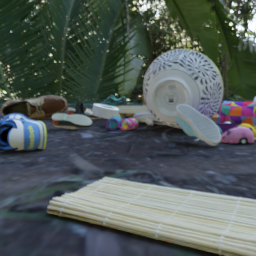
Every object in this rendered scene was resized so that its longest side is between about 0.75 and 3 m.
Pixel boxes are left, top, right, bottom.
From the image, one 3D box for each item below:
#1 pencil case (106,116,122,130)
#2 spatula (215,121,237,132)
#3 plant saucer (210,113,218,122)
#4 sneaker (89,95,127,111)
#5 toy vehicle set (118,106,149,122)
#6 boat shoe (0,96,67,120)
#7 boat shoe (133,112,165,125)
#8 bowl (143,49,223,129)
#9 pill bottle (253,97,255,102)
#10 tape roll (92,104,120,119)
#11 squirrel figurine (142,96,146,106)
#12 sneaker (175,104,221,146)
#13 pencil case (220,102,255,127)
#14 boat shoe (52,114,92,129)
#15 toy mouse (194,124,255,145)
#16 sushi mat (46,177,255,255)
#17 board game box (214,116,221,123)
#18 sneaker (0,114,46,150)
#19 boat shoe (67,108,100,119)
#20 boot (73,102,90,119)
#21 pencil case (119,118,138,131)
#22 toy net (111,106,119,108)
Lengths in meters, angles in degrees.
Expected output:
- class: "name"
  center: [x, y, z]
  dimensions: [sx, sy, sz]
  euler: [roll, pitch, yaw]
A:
- class: "pencil case"
  center: [-0.447, -0.161, 9.011]
  dimensions: [0.416, 0.383, 0.901]
  euler: [-12, 6, 7]
- class: "spatula"
  center: [2.913, -0.065, 8.221]
  dimensions: [0.795, 0.289, 2.814]
  euler: [0, 3, 28]
- class: "plant saucer"
  center: [1.888, -0.756, 9.597]
  dimensions: [2.390, 0.386, 2.390]
  euler: [20, 19, -7]
- class: "sneaker"
  center: [-1.218, -1.540, 18.155]
  dimensions: [2.610, 1.190, 1.012]
  euler: [0, 6, 9]
- class: "toy vehicle set"
  center: [0.792, -0.514, 10.788]
  dimensions: [2.169, 0.288, 1.348]
  euler: [1, -13, 9]
- class: "boat shoe"
  center: [-4.222, -0.825, 12.606]
  dimensions: [2.939, 1.113, 1.055]
  euler: [-10, 11, -8]
- class: "boat shoe"
  center: [0.826, -0.301, 10.041]
  dimensions: [1.306, 0.427, 0.481]
  euler: [1, -18, 9]
- class: "bowl"
  center: [1.404, -0.974, 8.144]
  dimensions: [2.495, 2.495, 1.171]
  euler: [3, 20, 24]
- class: "pill bottle"
  center: [5.560, -0.641, 9.909]
  dimensions: [1.988, 1.152, 1.152]
  euler: [4, 7, 37]
- class: "tape roll"
  center: [-0.979, -0.734, 12.792]
  dimensions: [1.329, 0.465, 1.329]
  euler: [11, 9, -2]
- class: "squirrel figurine"
  center: [1.273, -0.675, 12.223]
  dimensions: [1.470, 1.040, 1.372]
  euler: [21, 7, 33]
- class: "sneaker"
  center: [1.504, 0.014, 6.098]
  dimensions: [0.480, 0.532, 1.298]
  euler: [-21, 47, -16]
- class: "pencil case"
  center: [4.196, -0.453, 9.386]
  dimensions: [2.122, 0.938, 0.938]
  euler: [4, 7, 30]
- class: "boat shoe"
  center: [-1.756, -0.154, 8.787]
  dimensions: [1.288, 0.403, 0.458]
  euler: [7, 39, 7]
- class: "toy mouse"
  center: [2.319, 0.113, 6.550]
  dimensions: [1.643, 0.358, 1.849]
  euler: [-1, 6, -10]
- class: "sushi mat"
  center: [0.436, 0.686, 2.336]
  dimensions: [2.053, 0.124, 0.982]
  euler: [3, 6, 27]
- class: "board game box"
  center: [3.651, -0.316, 10.917]
  dimensions: [0.938, 0.290, 0.939]
  euler: [3, 7, 34]
- class: "sneaker"
  center: [-2.350, 0.074, 5.614]
  dimensions: [0.740, 0.665, 1.799]
  euler: [-9, 10, -44]
- class: "boat shoe"
  center: [-2.034, -0.682, 13.223]
  dimensions: [1.715, 0.537, 0.611]
  euler: [-2, 5, -26]
- class: "boot"
  center: [-1.811, -0.653, 10.851]
  dimensions: [0.461, 0.823, 1.189]
  euler: [20, -11, -40]
- class: "pencil case"
  center: [0.018, -0.121, 8.784]
  dimensions: [0.376, 0.376, 0.850]
  euler: [2, 6, 21]
- class: "toy net"
  center: [0.158, -0.840, 14.655]
  dimensions: [2.810, 0.543, 1.474]
  euler: [-2, 6, -20]
